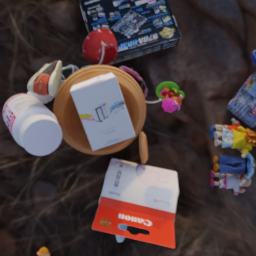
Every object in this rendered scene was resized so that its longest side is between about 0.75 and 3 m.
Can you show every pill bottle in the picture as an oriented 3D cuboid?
[{"bbox_3d":[-2.329,-0.105,6.780,1.052,1.855,1.052,-14,117,-29],"label":"pill bottle"}]

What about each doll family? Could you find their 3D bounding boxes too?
[{"bbox_3d":[3.119,0.792,7.838,1.387,1.007,2.235,3,83,0],"label":"doll family"}]

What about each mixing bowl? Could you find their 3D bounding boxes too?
[{"bbox_3d":[-0.652,-2.076,7.499,1.013,1.013,0.549,-38,56,-4],"label":"mixing bowl"}]

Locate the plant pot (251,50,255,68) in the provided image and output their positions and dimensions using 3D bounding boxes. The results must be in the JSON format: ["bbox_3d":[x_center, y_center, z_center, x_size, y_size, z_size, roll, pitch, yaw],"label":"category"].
[{"bbox_3d":[4.580,-1.918,7.787,1.642,1.477,1.642,-24,83,-29],"label":"plant pot"}]

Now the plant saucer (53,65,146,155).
[{"bbox_3d":[-0.693,-0.357,7.286,2.455,0.459,2.455,-4,112,-10],"label":"plant saucer"}]

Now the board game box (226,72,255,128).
[{"bbox_3d":[3.869,-0.725,8.330,1.326,0.409,1.327,38,84,5],"label":"board game box"}]

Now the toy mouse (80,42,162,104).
[{"bbox_3d":[-0.520,-1.125,7.679,2.788,0.540,2.478,-9,115,2],"label":"toy mouse"}]

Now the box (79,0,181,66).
[{"bbox_3d":[0.052,-3.196,8.535,2.604,0.599,2.070,-18,83,-2],"label":"box"}]

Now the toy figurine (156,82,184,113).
[{"bbox_3d":[1.074,-0.650,6.887,0.776,0.582,0.714,21,43,-20],"label":"toy figurine"}]

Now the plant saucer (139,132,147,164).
[{"bbox_3d":[0.442,0.559,7.917,0.145,0.901,0.901,-4,83,10],"label":"plant saucer"}]

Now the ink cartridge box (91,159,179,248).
[{"bbox_3d":[0.290,1.727,7.089,1.946,2.394,0.683,12,109,1],"label":"ink cartridge box"}]

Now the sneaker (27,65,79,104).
[{"bbox_3d":[-2.263,-1.302,8.250,1.808,0.728,0.691,-33,86,-2],"label":"sneaker"}]

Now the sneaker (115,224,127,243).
[{"bbox_3d":[0.002,2.387,7.849,0.665,0.600,1.623,5,83,5],"label":"sneaker"}]

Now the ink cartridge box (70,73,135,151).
[{"bbox_3d":[-0.590,-0.410,6.389,1.024,1.042,1.416,-19,107,-3],"label":"ink cartridge box"}]

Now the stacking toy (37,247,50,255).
[{"bbox_3d":[-2.460,4.099,7.606,0.931,0.880,1.604,7,72,1],"label":"stacking toy"}]

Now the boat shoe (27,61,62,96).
[{"bbox_3d":[-1.989,-1.258,6.936,0.560,1.789,0.637,2,118,-4],"label":"boat shoe"}]
